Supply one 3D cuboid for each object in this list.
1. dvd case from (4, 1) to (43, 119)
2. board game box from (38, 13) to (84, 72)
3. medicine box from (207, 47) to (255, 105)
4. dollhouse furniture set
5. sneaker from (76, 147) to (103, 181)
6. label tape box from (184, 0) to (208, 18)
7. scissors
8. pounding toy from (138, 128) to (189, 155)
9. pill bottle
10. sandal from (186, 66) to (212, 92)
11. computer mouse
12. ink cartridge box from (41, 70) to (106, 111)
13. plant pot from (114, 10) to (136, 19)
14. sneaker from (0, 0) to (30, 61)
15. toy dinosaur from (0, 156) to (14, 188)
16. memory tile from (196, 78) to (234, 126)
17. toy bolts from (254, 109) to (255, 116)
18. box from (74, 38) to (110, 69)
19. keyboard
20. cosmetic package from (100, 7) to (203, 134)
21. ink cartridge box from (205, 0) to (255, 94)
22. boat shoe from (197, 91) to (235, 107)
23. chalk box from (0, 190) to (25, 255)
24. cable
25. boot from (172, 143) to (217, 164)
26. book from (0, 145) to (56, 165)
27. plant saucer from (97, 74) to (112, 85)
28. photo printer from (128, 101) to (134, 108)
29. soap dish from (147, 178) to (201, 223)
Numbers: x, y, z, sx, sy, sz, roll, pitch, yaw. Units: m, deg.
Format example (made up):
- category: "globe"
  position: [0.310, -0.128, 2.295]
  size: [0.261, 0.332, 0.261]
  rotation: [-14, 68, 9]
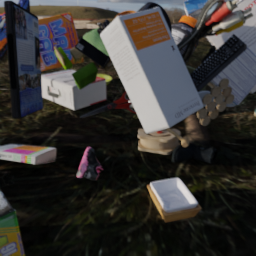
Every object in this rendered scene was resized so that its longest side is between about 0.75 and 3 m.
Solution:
- category: "dvd case"
  position: [-2.692, -1.703, 7.389]
  size: [0.236, 2.694, 1.922]
  rotation: [1, 11, 0]
- category: "board game box"
  position: [-2.734, -3.167, 10.590]
  size: [1.726, 1.724, 1.724]
  rotation: [-14, 15, -5]
- category: "medicine box"
  position: [3.124, -1.631, 8.292]
  size: [1.274, 1.398, 0.720]
  rotation: [38, 8, -14]
- category: "dollhouse furniture set"
  position: [-1.039, -2.524, 9.028]
  size: [2.315, 1.516, 1.162]
  rotation: [-33, -1, -9]
- category: "sneaker"
  position: [-0.995, 1.011, 7.682]
  size: [0.630, 0.522, 1.321]
  rotation: [20, 24, -9]
- category: "label tape box"
  position: [2.377, -4.156, 9.502]
  size: [0.868, 0.401, 1.212]
  rotation: [-20, 6, 16]
- category: "scissors"
  position: [-0.464, -0.736, 8.480]
  size: [2.043, 0.747, 0.142]
  rotation: [-6, 8, -12]
- category: "pounding toy"
  position: [1.099, 0.189, 8.653]
  size: [1.723, 0.988, 0.985]
  rotation: [7, 22, 23]
- category: "pill bottle"
  position: [1.547, -2.555, 9.148]
  size: [1.122, 2.112, 1.122]
  rotation: [32, 1, -1]
- category: "sandal"
  position: [3.071, -1.980, 12.451]
  size: [2.887, 1.146, 0.824]
  rotation: [19, 14, -3]
- category: "computer mouse"
  position: [0.289, -2.333, 7.396]
  size: [0.747, 1.963, 2.835]
  rotation: [-16, 31, 43]
- category: "ink cartridge box"
  position: [-2.576, -1.838, 12.986]
  size: [2.623, 1.087, 1.925]
  rotation: [22, 32, 39]
- category: "plant pot"
  position: [0.018, -3.933, 10.944]
  size: [1.055, 0.739, 1.055]
  rotation: [-5, 62, 9]
- category: "sneaker"
  position: [-4.363, -3.657, 9.872]
  size: [1.067, 2.721, 1.025]
  rotation: [31, -17, -13]
- category: "toy dinosaur"
  position: [-3.613, 1.262, 6.790]
  size: [1.295, 0.974, 1.908]
  rotation: [-21, 37, 11]
- category: "memory tile"
  position: [2.112, -0.615, 6.864]
  size: [1.106, 0.848, 0.093]
  rotation: [-42, 40, -2]
- category: "toy bolts"
  position: [5.415, -0.500, 11.029]
  size: [0.850, 0.590, 0.812]
  rotation: [14, 67, 8]
- category: "box"
  position: [-1.066, -2.267, 8.564]
  size: [1.012, 0.399, 0.714]
  rotation: [34, 4, -7]
- category: "keyboard"
  position: [1.851, -1.469, 6.099]
  size: [0.169, 1.314, 0.789]
  rotation: [32, 26, -34]
- category: "cosmetic package"
  position: [0.516, -1.205, 5.960]
  size: [1.191, 2.349, 0.837]
  rotation: [-29, 6, -33]
- category: "ink cartridge box"
  position: [3.899, -2.734, 8.976]
  size: [1.891, 2.581, 1.068]
  rotation: [-38, 12, 19]
- category: "boat shoe"
  position: [3.805, -1.216, 12.362]
  size: [1.882, 0.678, 0.584]
  rotation: [9, 8, 0]
- category: "chalk box"
  position: [-3.017, 1.957, 4.360]
  size: [2.309, 1.429, 1.436]
  rotation: [-20, 33, -35]
- category: "cable"
  position: [1.951, -2.468, 7.368]
  size: [1.199, 2.469, 0.621]
  rotation: [18, 46, -42]
- category: "boot"
  position: [1.935, 0.772, 8.054]
  size: [1.010, 0.459, 1.202]
  rotation: [13, 21, 34]
- category: "book"
  position: [-3.006, 0.721, 7.884]
  size: [1.590, 0.382, 1.062]
  rotation: [6, 5, 16]
- category: "plant saucer"
  position: [-2.033, -2.546, 15.438]
  size: [2.276, 0.354, 2.276]
  rotation: [0, 25, 0]
- category: "photo printer"
  position: [1.061, -1.771, 11.914]
  size: [1.746, 2.099, 0.729]
  rotation: [9, -18, 16]
- category: "soap dish"
  position: [0.991, 1.609, 6.274]
  size: [0.846, 0.437, 1.076]
  rotation: [-7, 25, -15]
